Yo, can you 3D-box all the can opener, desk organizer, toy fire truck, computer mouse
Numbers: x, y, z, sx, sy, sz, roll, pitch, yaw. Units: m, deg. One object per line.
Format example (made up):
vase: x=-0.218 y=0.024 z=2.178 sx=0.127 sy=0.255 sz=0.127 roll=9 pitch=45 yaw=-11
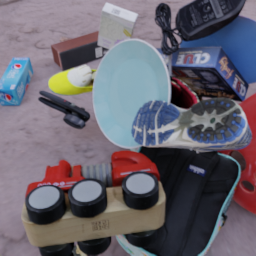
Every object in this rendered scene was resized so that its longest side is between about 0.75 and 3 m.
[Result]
can opener: x=-1.769 y=-0.574 z=7.711 sx=1.599 sy=0.507 sz=0.629 roll=33 pitch=28 yaw=4
desk organizer: x=-1.861 y=-3.129 z=11.223 sx=2.237 sy=0.802 sz=0.861 roll=-26 pitch=47 yaw=-24
toy fire truck: x=-0.568 y=0.970 z=4.771 sx=1.962 sy=1.434 sz=2.229 roll=-7 pitch=32 yaw=-6
computer mouse: x=1.484 y=-2.268 z=5.704 sx=1.826 sy=0.481 sz=1.264 roll=-17 pitch=71 yaw=28

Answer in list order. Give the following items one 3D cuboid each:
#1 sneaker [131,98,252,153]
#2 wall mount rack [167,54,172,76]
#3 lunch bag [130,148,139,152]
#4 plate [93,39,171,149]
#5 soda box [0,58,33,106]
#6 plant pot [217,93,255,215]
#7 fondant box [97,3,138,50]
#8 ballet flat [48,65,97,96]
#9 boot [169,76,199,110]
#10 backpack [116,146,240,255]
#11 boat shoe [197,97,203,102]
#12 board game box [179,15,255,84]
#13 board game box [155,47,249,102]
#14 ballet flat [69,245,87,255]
sneaker: x=0.955 y=0.084 z=4.634 sx=2.194 sy=0.934 sz=0.845 roll=6 pitch=72 yaw=48
wall mount rack: x=0.693 y=-1.177 z=6.890 sx=1.923 sy=1.671 sz=0.717 roll=15 pitch=75 yaw=34
lunch bag: x=0.372 y=0.022 z=8.130 sx=1.111 sy=0.534 sz=1.386 roll=-16 pitch=48 yaw=-14
plate: x=0.042 y=-0.696 z=5.905 sx=0.289 sy=2.258 sz=2.258 roll=-4 pitch=37 yaw=-44
soda box: x=-3.903 y=-1.654 z=9.766 sx=0.643 sy=0.679 sz=2.003 roll=0 pitch=44 yaw=0
plant pot: x=3.553 y=0.251 z=5.990 sx=2.799 sy=2.549 sz=2.799 roll=8 pitch=55 yaw=-11
fondant box: x=-0.381 y=-3.259 z=9.376 sx=1.093 sy=1.515 sz=0.441 roll=20 pitch=61 yaw=-1
ballet flat: x=-0.912 y=-1.268 z=7.075 sx=2.130 sy=0.714 sz=0.712 roll=-6 pitch=68 yaw=-33
boot: x=0.562 y=-0.577 z=6.842 sx=1.006 sy=2.105 sz=2.787 roll=-27 pitch=58 yaw=-22
backpack: x=0.809 y=1.543 z=5.602 sx=2.122 sy=1.851 sz=2.414 roll=24 pitch=51 yaw=15
boat shoe: x=1.910 y=-0.059 z=7.870 sx=0.849 sy=0.768 sz=2.382 roll=-4 pitch=57 yaw=-7
board game box: x=2.552 y=-1.927 z=7.150 sx=2.485 sy=1.963 sz=0.484 roll=-10 pitch=43 yaw=49
board game box: x=1.341 y=-1.373 z=7.178 sx=2.823 sy=1.912 sz=0.488 roll=14 pitch=82 yaw=43
ballet flat: x=-1.400 y=2.712 z=5.477 sx=1.366 sy=0.388 sz=0.454 roll=-24 pitch=49 yaw=-23
